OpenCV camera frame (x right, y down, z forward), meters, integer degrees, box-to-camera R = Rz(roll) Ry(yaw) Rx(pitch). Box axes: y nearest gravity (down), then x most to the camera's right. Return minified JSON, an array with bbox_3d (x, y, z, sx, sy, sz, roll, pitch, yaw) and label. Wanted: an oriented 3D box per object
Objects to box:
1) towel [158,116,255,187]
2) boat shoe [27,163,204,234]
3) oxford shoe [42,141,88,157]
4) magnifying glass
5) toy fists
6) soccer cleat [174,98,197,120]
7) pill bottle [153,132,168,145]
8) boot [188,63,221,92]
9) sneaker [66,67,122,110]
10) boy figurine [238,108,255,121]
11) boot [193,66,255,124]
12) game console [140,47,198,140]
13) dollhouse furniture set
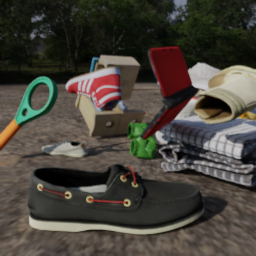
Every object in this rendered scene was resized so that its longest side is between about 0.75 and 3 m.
[{"bbox_3d":[2.424,0.488,6.872,2.888,1.236,2.391,-9,16,-43],"label":"towel"},{"bbox_3d":[-0.175,1.115,4.688,2.964,0.929,1.084,1,11,-2],"label":"boat shoe"},{"bbox_3d":[-1.872,0.578,8.265,1.464,0.423,0.550,2,15,19],"label":"oxford shoe"},{"bbox_3d":[-2.747,-0.324,7.381,0.970,2.436,0.273,51,15,27],"label":"magnifying glass"},{"bbox_3d":[0.435,0.346,8.228,0.731,0.493,1.434,14,33,-17],"label":"toy fists"},{"bbox_3d":[1.769,-0.332,9.193,0.830,1.030,2.418,25,-15,-7],"label":"soccer cleat"},{"bbox_3d":[1.053,0.166,8.904,0.722,0.722,1.286,-1,4,-6],"label":"pill bottle"},{"bbox_3d":[2.036,-1.652,8.838,1.716,0.820,0.631,22,-3,24],"label":"boot"},{"bbox_3d":[-0.728,-0.695,5.812,1.425,0.802,0.508,-11,-3,37],"label":"sneaker"},{"bbox_3d":[3.215,-0.444,7.984,1.275,0.661,2.050,32,-29,-2],"label":"boy figurine"},{"bbox_3d":[1.760,-0.615,5.186,1.446,0.674,1.869,-23,19,-18],"label":"boot"},{"bbox_3d":[0.688,-0.738,5.683,0.995,1.444,1.676,44,32,11],"label":"game console"},{"bbox_3d":[-0.487,-1.438,10.127,1.990,2.839,2.001,-4,41,-28],"label":"dollhouse furniture set"}]
